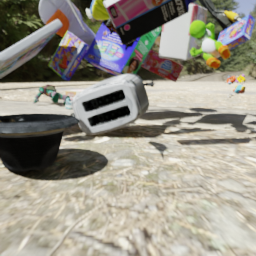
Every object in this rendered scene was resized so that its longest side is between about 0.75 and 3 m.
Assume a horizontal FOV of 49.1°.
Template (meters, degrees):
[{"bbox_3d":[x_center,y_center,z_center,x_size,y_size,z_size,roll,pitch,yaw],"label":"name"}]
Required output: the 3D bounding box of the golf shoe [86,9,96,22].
[{"bbox_3d":[-1.117,-4.801,11.179,1.235,0.600,0.483,-33,-2,-9],"label":"golf shoe"}]

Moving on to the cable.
[{"bbox_3d":[3.249,-3.983,9.803,0.526,2.088,1.014,-35,-26,7],"label":"cable"}]

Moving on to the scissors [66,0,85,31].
[{"bbox_3d":[-1.260,-2.632,4.740,0.155,2.221,0.812,-24,-23,-16],"label":"scissors"}]

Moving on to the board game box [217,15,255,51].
[{"bbox_3d":[3.151,-2.740,8.367,0.260,0.780,1.161,30,-20,-18],"label":"board game box"}]

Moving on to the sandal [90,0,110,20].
[{"bbox_3d":[-0.365,-3.351,6.836,0.661,1.663,0.724,37,0,-37],"label":"sandal"}]

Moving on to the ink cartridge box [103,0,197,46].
[{"bbox_3d":[0.584,-2.597,5.784,2.021,0.957,0.375,-27,46,4],"label":"ink cartridge box"}]

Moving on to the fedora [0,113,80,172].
[{"bbox_3d":[-1.908,0.270,5.436,2.148,0.981,2.148,-1,8,0],"label":"fedora"}]

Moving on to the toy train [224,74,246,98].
[{"bbox_3d":[2.859,-1.103,7.407,0.216,0.777,0.584,32,-39,-28],"label":"toy train"}]

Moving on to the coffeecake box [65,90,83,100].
[{"bbox_3d":[-2.179,-1.772,15.916,1.662,0.791,2.165,9,15,39],"label":"coffeecake box"}]

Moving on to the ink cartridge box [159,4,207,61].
[{"bbox_3d":[1.908,-3.246,9.428,0.945,1.672,2.282,14,23,21],"label":"ink cartridge box"}]

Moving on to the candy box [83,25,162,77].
[{"bbox_3d":[-0.221,-3.166,10.425,1.994,2.358,0.908,29,0,32],"label":"candy box"}]

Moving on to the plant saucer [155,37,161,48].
[{"bbox_3d":[1.843,-3.399,11.921,1.719,0.304,1.719,22,12,-5],"label":"plant saucer"}]

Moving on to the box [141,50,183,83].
[{"bbox_3d":[1.303,-2.456,11.055,1.521,0.726,0.758,18,15,-27],"label":"box"}]

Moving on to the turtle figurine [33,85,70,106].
[{"bbox_3d":[-4.385,-1.805,15.444,2.374,1.195,1.777,17,19,38],"label":"turtle figurine"}]

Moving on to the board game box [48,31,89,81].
[{"bbox_3d":[-1.914,-2.284,8.935,0.870,1.295,0.290,40,14,25],"label":"board game box"}]

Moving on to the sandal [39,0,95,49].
[{"bbox_3d":[-2.183,-3.869,10.327,1.150,0.860,3.001,-31,-30,12],"label":"sandal"}]

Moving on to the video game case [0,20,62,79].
[{"bbox_3d":[-3.210,-2.176,8.323,2.112,0.275,2.320,-19,25,49],"label":"video game case"}]

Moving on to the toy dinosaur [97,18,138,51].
[{"bbox_3d":[-0.168,-3.199,8.437,1.300,0.979,1.916,40,50,5],"label":"toy dinosaur"}]

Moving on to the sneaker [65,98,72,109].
[{"bbox_3d":[-2.441,-1.184,13.548,1.369,0.591,0.531,3,12,15],"label":"sneaker"}]

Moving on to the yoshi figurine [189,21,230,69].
[{"bbox_3d":[2.140,-2.436,7.835,0.872,0.869,1.552,-16,54,-8],"label":"yoshi figurine"}]

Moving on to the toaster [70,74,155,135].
[{"bbox_3d":[-0.430,-0.718,8.387,2.573,1.462,1.662,-15,13,14],"label":"toaster"}]
